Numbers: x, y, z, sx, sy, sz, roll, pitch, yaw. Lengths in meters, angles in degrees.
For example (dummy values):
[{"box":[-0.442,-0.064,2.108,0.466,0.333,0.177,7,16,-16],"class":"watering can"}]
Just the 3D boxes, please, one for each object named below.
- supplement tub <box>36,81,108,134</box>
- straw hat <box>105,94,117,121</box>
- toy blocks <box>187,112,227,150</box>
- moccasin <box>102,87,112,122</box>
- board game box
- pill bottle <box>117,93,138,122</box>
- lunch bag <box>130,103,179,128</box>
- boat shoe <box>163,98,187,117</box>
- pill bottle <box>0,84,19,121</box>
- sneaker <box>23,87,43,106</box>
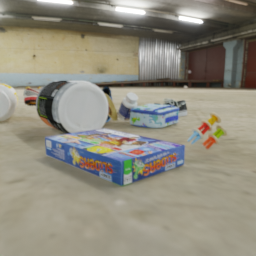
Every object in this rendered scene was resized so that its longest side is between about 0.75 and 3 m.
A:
[{"box":[-2.029,-0.722,9.409,1.737,1.737,2.834,-7,13,-33],"class":"supplement tub"},{"box":[-0.939,-0.725,11.170,0.534,1.261,1.261,-23,4,15],"class":"straw hat"},{"box":[1.837,0.191,6.585,0.911,0.759,0.331,-40,29,-13],"class":"toy blocks"},{"box":[-1.241,-1.127,12.586,1.132,0.959,2.813,5,26,-7],"class":"moccasin"},{"box":[-0.376,0.492,6.173,1.805,0.459,2.666,-9,14,-42],"class":"board game box"},{"box":[-0.003,-0.842,11.266,0.620,1.118,0.620,13,43,-12],"class":"pill bottle"},{"box":[1.085,-0.485,10.987,1.509,0.774,1.878,10,15,34],"class":"lunch bag"},{"box":[1.984,-0.926,13.049,2.585,0.883,0.954,-10,14,-44],"class":"boat shoe"},{"box":[-5.653,-1.121,12.126,1.600,1.600,2.838,-3,11,-18],"class":"pill bottle"},{"box":[-3.503,-1.388,11.896,1.894,0.778,0.737,0,-22,-47],"class":"sneaker"}]
